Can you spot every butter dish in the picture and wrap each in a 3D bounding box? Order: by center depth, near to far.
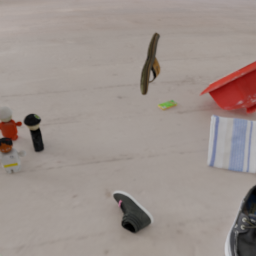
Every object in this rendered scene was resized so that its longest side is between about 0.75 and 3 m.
[{"bbox_3d":[5.240,-1.635,12.659,2.803,2.072,2.795,-27,1,-26],"label":"butter dish"}]

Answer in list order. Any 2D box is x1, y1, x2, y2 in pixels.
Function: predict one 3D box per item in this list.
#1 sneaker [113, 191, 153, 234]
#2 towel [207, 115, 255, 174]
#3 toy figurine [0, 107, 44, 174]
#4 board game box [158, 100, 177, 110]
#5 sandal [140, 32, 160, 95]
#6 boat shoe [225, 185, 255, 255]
[{"bbox_3d":[-0.062,2.431,8.130,1.499,0.530,0.743,32,41,31],"label":"sneaker"},{"bbox_3d":[4.238,0.598,9.976,2.703,0.322,1.985,8,73,13],"label":"towel"},{"bbox_3d":[-4.376,0.353,10.170,2.207,1.535,2.172,17,39,21],"label":"toy figurine"},{"bbox_3d":[1.902,-1.096,13.396,0.897,0.134,0.428,-22,42,-24],"label":"board game box"},{"bbox_3d":[0.651,-1.625,7.296,0.441,1.614,0.660,12,6,-9],"label":"sandal"},{"bbox_3d":[3.366,2.613,7.529,0.997,0.944,2.850,20,40,25],"label":"boat shoe"}]
